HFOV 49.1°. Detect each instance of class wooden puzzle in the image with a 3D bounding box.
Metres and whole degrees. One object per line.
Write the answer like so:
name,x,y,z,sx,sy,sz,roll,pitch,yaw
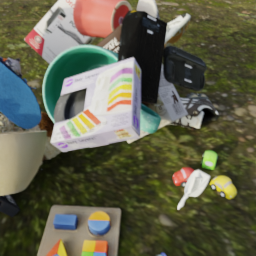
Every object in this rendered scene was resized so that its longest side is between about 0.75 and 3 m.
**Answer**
wooden puzzle,-1.090,2.462,6.263,1.733,0.433,1.871,2,38,3

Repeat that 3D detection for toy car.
toy car,2.256,1.139,7.979,1.728,0.385,1.626,13,40,16

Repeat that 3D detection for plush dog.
plush dog,-2.630,0.518,7.797,1.997,2.325,1.866,-26,78,-16

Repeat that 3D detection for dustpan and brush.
dustpan and brush,1.157,1.169,5.185,0.232,0.812,0.567,22,1,-11

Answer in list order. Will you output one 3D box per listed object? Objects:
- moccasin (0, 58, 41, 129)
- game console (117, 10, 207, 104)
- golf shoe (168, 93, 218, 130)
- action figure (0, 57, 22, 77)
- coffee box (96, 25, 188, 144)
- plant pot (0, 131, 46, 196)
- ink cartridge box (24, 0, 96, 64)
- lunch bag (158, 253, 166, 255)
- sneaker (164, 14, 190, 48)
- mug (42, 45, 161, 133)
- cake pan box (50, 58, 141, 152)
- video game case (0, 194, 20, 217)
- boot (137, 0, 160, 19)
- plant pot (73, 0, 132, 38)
moccasin,-2.610,-0.991,5.948,0.894,2.223,0.758,-34,24,-8
game console,0.694,-1.020,4.845,2.252,1.328,0.271,6,3,-44
golf shoe,1.835,-0.477,9.523,2.696,1.048,1.274,-16,41,-17
action figure,-4.245,-1.758,7.544,2.622,2.710,1.418,1,64,-16
coffee box,0.176,-1.035,6.626,0.953,1.350,2.388,-21,84,-55
plant pot,-2.427,0.661,5.414,1.694,1.137,1.694,-3,0,0
ink cartridge box,-1.915,-2.853,8.500,1.402,1.910,0.792,43,8,-8
lunch bag,0.253,3.345,4.649,1.580,1.184,1.858,-13,56,-19
sneaker,0.919,-2.584,7.649,0.798,0.689,1.821,43,80,14
mug,-0.519,-0.542,5.510,1.690,2.057,1.272,-30,4,13
cake pan box,-0.418,-0.299,3.744,1.211,0.317,1.115,-11,54,23
video game case,-3.971,0.874,6.799,0.333,2.357,2.609,-44,52,-13
boot,0.636,-3.298,8.191,0.581,1.598,0.722,11,61,12
plant pot,-0.594,-2.908,7.303,1.132,1.280,1.280,25,44,28
